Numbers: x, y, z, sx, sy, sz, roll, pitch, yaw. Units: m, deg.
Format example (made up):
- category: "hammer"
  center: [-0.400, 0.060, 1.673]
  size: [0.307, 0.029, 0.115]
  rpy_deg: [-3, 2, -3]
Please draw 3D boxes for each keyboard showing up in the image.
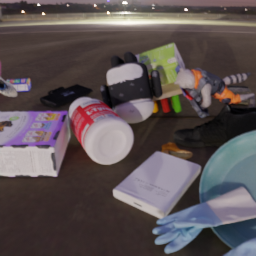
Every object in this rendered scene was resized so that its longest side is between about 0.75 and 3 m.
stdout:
- category: "keyboard"
  center: [-3.088, -1.609, 13.715]
  size: [1.569, 0.335, 2.614]
  rpy_deg: [21, 32, 25]

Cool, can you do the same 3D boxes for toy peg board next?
- category: "toy peg board"
  center: [1.323, -1.333, 12.574]
  size: [2.258, 1.109, 2.267]
  rpy_deg: [-14, 24, 8]

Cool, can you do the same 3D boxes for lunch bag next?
- category: "lunch bag"
  center: [5.134, -1.599, 13.214]
  size: [1.033, 0.741, 1.260]
  rpy_deg: [6, 21, 13]

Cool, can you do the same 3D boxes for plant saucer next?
- category: "plant saucer"
  center: [3.028, 1.362, 5.949]
  size: [2.951, 0.530, 2.951]
  rpy_deg: [-20, 45, 22]

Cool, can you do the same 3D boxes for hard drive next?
- category: "hard drive"
  center: [0.839, 1.410, 7.512]
  size: [1.461, 0.291, 2.216]
  rpy_deg: [17, 30, 30]

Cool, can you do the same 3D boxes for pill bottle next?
- category: "pill bottle"
  center: [-1.038, -0.056, 9.157]
  size: [1.490, 1.490, 2.655]
  rpy_deg: [-12, 29, -24]

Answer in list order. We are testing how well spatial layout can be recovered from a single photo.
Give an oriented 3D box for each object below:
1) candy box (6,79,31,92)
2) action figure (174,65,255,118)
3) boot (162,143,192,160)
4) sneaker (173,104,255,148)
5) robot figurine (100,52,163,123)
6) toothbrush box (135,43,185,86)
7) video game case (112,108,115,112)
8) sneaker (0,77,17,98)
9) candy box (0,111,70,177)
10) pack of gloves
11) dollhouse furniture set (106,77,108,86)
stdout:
- category: "candy box"
  center: [-5.838, -2.247, 14.816]
  size: [1.211, 0.466, 1.024]
  rpy_deg: [-5, 25, -12]
- category: "action figure"
  center: [2.651, -1.608, 9.401]
  size: [2.624, 1.419, 2.713]
  rpy_deg: [4, 44, -27]
- category: "boot"
  center: [1.541, 0.694, 8.924]
  size: [0.938, 0.330, 0.672]
  rpy_deg: [-3, 30, 7]
- category: "sneaker"
  center: [3.050, -0.123, 9.210]
  size: [2.989, 1.559, 0.897]
  rpy_deg: [6, 26, 11]
- category: "robot figurine"
  center: [0.078, -1.422, 10.228]
  size: [1.567, 2.511, 1.886]
  rpy_deg: [-10, -4, -33]
- category: "toothbrush box"
  center: [1.231, -2.472, 11.558]
  size: [1.911, 1.391, 0.823]
  rpy_deg: [-11, 55, 24]
- category: "video game case"
  center: [-1.269, -0.964, 12.579]
  size: [1.415, 0.134, 1.011]
  rpy_deg: [1, 26, 0]
- category: "sneaker"
  center: [-3.153, -1.019, 7.080]
  size: [0.358, 0.929, 0.396]
  rpy_deg: [-46, 52, -3]
- category: "candy box"
  center: [-3.478, 0.409, 8.696]
  size: [2.943, 1.053, 2.469]
  rpy_deg: [0, 26, -2]
- category: "pack of gloves"
  center: [1.764, 2.068, 5.309]
  size: [2.418, 0.477, 2.031]
  rpy_deg: [-18, 32, -10]
- category: "dollhouse furniture set"
  center: [-0.781, -2.529, 15.372]
  size: [0.755, 0.491, 0.693]
  rpy_deg: [14, 30, 27]
